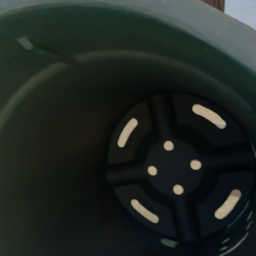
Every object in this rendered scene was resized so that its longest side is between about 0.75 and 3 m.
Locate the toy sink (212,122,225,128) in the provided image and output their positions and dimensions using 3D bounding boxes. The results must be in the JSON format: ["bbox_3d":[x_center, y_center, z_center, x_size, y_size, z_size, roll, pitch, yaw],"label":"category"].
[{"bbox_3d":[1.988,0.189,6.360,1.105,0.619,0.720,14,5,34],"label":"toy sink"}]

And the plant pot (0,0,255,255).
[{"bbox_3d":[0.128,0.663,2.606,2.892,2.892,2.833,6,9,21],"label":"plant pot"}]

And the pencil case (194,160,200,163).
[{"bbox_3d":[1.629,0.548,5.827,1.247,0.533,0.523,11,-19,36],"label":"pencil case"}]
